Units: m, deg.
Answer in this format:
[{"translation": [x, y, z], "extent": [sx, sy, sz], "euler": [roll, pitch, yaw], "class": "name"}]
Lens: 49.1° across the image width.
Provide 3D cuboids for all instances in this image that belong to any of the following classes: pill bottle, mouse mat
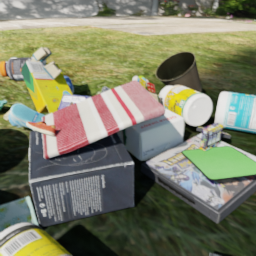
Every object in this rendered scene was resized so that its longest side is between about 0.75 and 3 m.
[{"translation": [4.485, -0.487, 10.128], "extent": [2.459, 1.362, 1.362], "euler": [11, 30, 19], "class": "pill bottle"}, {"translation": [2.015, -0.916, 10.352], "extent": [1.163, 1.163, 2.062], "euler": [-12, 26, -21], "class": "pill bottle"}, {"translation": [-1.225, 2.576, 4.305], "extent": [2.221, 1.269, 1.269], "euler": [25, 36, 33], "class": "pill bottle"}, {"translation": [2.548, 0.906, 7.643], "extent": [1.664, 0.078, 2.068], "euler": [-5, 17, -8], "class": "mouse mat"}, {"translation": [-5.792, -3.260, 15.534], "extent": [2.378, 1.263, 1.263], "euler": [-1, 28, -3], "class": "pill bottle"}]

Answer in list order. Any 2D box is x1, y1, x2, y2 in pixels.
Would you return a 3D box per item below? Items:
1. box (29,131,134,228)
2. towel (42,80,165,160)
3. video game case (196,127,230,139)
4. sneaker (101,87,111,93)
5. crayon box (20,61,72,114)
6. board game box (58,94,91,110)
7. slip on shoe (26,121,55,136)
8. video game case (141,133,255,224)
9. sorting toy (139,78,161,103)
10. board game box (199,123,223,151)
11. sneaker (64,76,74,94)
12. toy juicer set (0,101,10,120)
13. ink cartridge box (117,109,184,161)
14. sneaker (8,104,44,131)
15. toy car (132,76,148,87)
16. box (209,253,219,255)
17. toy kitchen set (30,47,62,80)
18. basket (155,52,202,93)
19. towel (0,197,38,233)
[{"translation": [-1.244, 1.008, 7.176], "extent": [2.262, 1.426, 2.301], "euler": [-10, 29, -13], "class": "box"}, {"translation": [-0.755, -0.283, 7.166], "extent": [2.920, 0.332, 2.103], "euler": [-22, 31, -6], "class": "towel"}, {"translation": [2.955, 0.158, 9.709], "extent": [1.102, 0.141, 0.996], "euler": [15, 5, 16], "class": "video game case"}, {"translation": [-1.273, -1.041, 11.295], "extent": [1.682, 1.215, 0.639], "euler": [2, -13, 4], "class": "sneaker"}, {"translation": [-3.166, -1.491, 11.416], "extent": [1.585, 0.634, 2.496], "euler": [-7, 66, -51], "class": "crayon box"}, {"translation": [-1.636, -0.479, 9.746], "extent": [1.886, 1.277, 0.325], "euler": [9, -15, 27], "class": "board game box"}, {"translation": [-2.096, -0.027, 6.766], "extent": [0.905, 0.277, 0.335], "euler": [14, -12, 30], "class": "slip on shoe"}, {"translation": [2.296, 1.177, 8.020], "extent": [2.887, 0.368, 2.609], "euler": [-21, 35, -35], "class": "video game case"}, {"translation": [0.901, -1.064, 10.642], "extent": [0.324, 1.918, 0.925], "euler": [-35, 39, -24], "class": "sorting toy"}, {"translation": [2.529, 0.267, 8.517], "extent": [0.817, 0.675, 0.232], "euler": [-16, 28, -40], "class": "board game box"}, {"translation": [-3.279, -2.001, 13.192], "extent": [1.066, 1.210, 2.714], "euler": [2, 27, 4], "class": "sneaker"}, {"translation": [-5.644, -0.739, 11.367], "extent": [2.448, 0.666, 1.558], "euler": [-7, 28, -15], "class": "toy juicer set"}, {"translation": [0.441, -0.102, 9.682], "extent": [1.838, 1.061, 2.516], "euler": [-19, 32, -29], "class": "ink cartridge box"}, {"translation": [-3.527, -0.186, 10.115], "extent": [1.087, 1.665, 0.662], "euler": [-23, 36, 51], "class": "sneaker"}, {"translation": [0.471, -1.668, 11.049], "extent": [0.659, 0.754, 0.565], "euler": [18, 5, -16], "class": "toy car"}, {"translation": [2.281, 3.092, 4.220], "extent": [2.282, 0.497, 1.828], "euler": [10, 29, 18], "class": "box"}, {"translation": [-3.431, -2.586, 11.733], "extent": [0.912, 1.241, 1.549], "euler": [-38, 16, 5], "class": "toy kitchen set"}, {"translation": [2.428, -2.127, 12.347], "extent": [1.777, 1.971, 1.341], "euler": [-26, 51, 19], "class": "basket"}, {"translation": [-2.642, 2.120, 6.293], "extent": [1.076, 0.303, 1.257], "euler": [-12, 30, -24], "class": "towel"}]
